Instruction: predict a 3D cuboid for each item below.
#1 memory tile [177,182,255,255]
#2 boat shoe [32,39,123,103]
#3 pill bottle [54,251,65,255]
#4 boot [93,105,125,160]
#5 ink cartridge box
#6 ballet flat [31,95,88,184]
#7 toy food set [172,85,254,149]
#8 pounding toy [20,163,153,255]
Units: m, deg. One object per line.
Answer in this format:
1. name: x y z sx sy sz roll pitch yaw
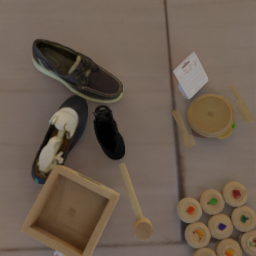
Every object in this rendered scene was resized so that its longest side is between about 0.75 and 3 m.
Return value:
1. memory tile: 2.527 2.902 7.318 2.017 0.221 2.631 -17 80 -3
2. boat shoe: -1.396 -1.525 7.616 2.743 0.889 1.004 23 76 -2
3. pill bottle: -1.480 3.371 7.126 0.432 0.432 0.828 -39 82 -7
4. boot: -0.444 0.267 6.940 0.628 1.392 1.698 -17 109 -3
5. ink cartridge box: 1.700 -1.454 7.812 0.850 0.263 1.049 -44 121 -8
6. ballet flat: -1.814 0.258 7.464 0.965 0.965 2.640 23 80 4
7. toy food set: 2.321 -0.292 7.883 1.953 0.392 1.348 -22 74 4
8. pounding toy: -0.695 1.962 6.954 2.728 1.248 2.396 26 81 5
